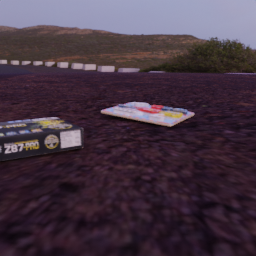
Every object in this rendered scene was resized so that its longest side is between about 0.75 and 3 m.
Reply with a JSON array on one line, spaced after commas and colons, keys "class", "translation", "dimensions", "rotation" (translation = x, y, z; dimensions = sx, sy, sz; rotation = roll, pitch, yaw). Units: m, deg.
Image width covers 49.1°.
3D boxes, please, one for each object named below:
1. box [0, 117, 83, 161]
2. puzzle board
[{"class": "box", "translation": [-2.184, 0.191, 5.856], "dimensions": [2.038, 0.500, 1.643], "rotation": [-8, 12, -32]}, {"class": "puzzle board", "translation": [0.649, -0.526, 9.037], "dimensions": [2.451, 0.213, 1.847], "rotation": [12, 18, 31]}]
